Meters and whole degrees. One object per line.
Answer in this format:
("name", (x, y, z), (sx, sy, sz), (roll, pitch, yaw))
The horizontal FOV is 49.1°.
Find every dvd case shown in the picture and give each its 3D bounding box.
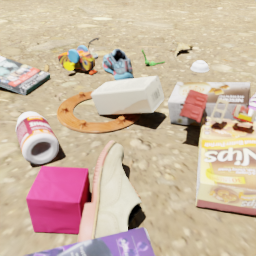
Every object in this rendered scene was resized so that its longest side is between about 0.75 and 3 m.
("dvd case", (-4.519, -2.089, 10.891), (2.355, 0.259, 1.719), (21, 36, 6))

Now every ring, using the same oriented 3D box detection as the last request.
("ring", (-0.929, -0.675, 9.138), (2.759, 0.265, 2.759), (1, 32, 0))

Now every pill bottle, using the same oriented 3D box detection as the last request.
("pill bottle", (-2.393, 0.190, 7.225), (0.865, 0.865, 1.532), (-16, 36, -23))

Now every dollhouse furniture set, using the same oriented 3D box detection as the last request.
("dollhouse furniture set", (2.228, -0.394, 7.084), (1.716, 0.698, 0.923), (21, 12, 13))

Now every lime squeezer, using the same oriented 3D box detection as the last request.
("lime squeezer", (1.050, -3.044, 12.682), (1.415, 0.500, 0.267), (16, 2, -35))

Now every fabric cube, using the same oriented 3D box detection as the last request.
("fabric cube", (-1.266, 1.360, 5.362), (0.934, 0.919, 0.937), (2, 32, 3))

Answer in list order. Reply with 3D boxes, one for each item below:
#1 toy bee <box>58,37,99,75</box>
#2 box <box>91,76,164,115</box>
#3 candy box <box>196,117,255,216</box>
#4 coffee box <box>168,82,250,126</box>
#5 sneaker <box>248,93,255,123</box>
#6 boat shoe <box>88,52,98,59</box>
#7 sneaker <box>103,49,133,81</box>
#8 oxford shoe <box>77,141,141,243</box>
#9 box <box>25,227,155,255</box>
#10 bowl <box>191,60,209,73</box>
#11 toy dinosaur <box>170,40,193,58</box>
("toy bee", (-1.971, -2.769, 11.777), (1.545, 1.283, 2.360), (-31, 19, -24))
("box", (-0.033, -0.956, 8.459), (1.980, 0.770, 0.940), (0, 33, 37))
("candy box", (2.419, 0.743, 6.471), (1.526, 0.731, 2.644), (6, 32, 12))
("coffee box", (2.392, -0.707, 8.230), (2.139, 0.853, 1.223), (5, 40, 25))
("sneaker", (4.163, -1.006, 8.735), (0.808, 1.271, 2.229), (29, 44, 34))
("boat shoe", (-1.993, -3.425, 13.293), (1.237, 0.384, 0.445), (-22, 39, -30))
("sneaker", (-0.387, -2.787, 11.610), (0.935, 1.126, 2.357), (-14, 35, -21))
("oxford shoe", (-0.241, 1.338, 5.501), (1.005, 0.964, 2.723), (7, 43, 1))
("box", (-0.661, 2.495, 3.276), (2.410, 1.257, 1.783), (-9, 34, -14))
("bowl", (3.151, -2.728, 12.251), (0.779, 0.350, 0.779), (0, 33, 0))
("toy dinosaur", (2.628, -4.096, 14.211), (0.938, 0.540, 1.854), (25, 40, 31))
